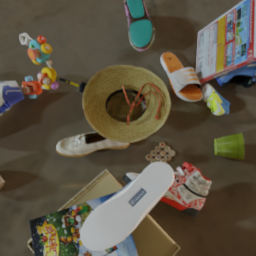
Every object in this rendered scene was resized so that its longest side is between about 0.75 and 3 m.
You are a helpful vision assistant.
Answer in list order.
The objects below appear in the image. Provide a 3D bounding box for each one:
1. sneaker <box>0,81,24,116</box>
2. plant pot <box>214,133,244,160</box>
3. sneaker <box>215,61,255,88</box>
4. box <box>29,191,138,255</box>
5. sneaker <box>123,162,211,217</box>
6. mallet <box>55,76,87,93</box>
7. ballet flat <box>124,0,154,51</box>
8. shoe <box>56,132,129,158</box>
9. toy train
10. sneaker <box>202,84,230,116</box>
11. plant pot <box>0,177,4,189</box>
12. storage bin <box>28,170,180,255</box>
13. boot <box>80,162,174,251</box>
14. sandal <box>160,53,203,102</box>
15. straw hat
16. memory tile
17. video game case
[{"bbox_3d":[-4.354,-0.368,8.646,2.499,1.009,1.443,-21,72,-8],"label":"sneaker"},{"bbox_3d":[2.952,0.556,8.275,0.753,0.782,0.782,-2,63,11],"label":"plant pot"},{"bbox_3d":[4.171,-1.912,9.441,2.606,1.023,1.162,-15,71,2],"label":"sneaker"},{"bbox_3d":[-0.710,3.058,5.714,2.031,0.560,2.973,-17,65,-8],"label":"box"},{"bbox_3d":[1.079,1.350,7.387,2.260,0.755,1.212,26,93,-7],"label":"sneaker"},{"bbox_3d":[-1.886,-1.547,9.394,1.081,0.222,0.356,27,100,-2],"label":"mallet"},{"bbox_3d":[0.391,-3.722,10.236,0.935,0.962,2.705,-11,67,0],"label":"ballet flat"},{"bbox_3d":[-1.042,0.354,8.257,2.173,0.580,0.760,-8,44,-9],"label":"shoe"},{"bbox_3d":[-2.951,-1.798,8.623,1.550,2.063,0.574,12,28,25],"label":"toy train"},{"bbox_3d":[2.892,-0.884,9.166,0.682,0.491,1.298,10,49,-24],"label":"sneaker"},{"bbox_3d":[-3.893,1.479,7.794,0.702,0.810,0.810,37,68,0],"label":"plant pot"},{"bbox_3d":[-0.568,2.859,6.805,2.567,1.212,2.585,-40,70,-17],"label":"storage bin"},{"bbox_3d":[0.067,1.649,5.848,2.259,1.020,0.822,-39,73,-6],"label":"boot"},{"bbox_3d":[1.761,-1.863,9.413,0.872,0.652,2.276,-17,63,-20],"label":"sandal"},{"bbox_3d":[-0.089,-0.598,8.574,2.580,1.092,2.580,2,75,-8],"label":"straw hat"},{"bbox_3d":[0.979,0.835,8.458,0.785,0.066,0.601,-40,70,-19],"label":"memory tile"},{"bbox_3d":[2.965,-2.588,8.582,0.231,2.645,1.891,9,81,-21],"label":"video game case"}]
